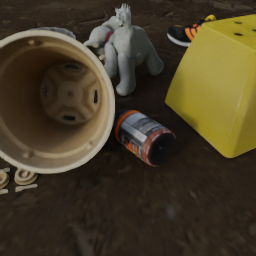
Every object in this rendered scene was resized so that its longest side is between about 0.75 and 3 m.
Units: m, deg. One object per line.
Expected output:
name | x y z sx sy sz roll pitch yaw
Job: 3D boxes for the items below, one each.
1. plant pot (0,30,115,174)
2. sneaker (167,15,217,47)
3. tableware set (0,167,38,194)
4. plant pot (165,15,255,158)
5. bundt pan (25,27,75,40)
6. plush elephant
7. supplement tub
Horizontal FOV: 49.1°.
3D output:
plant pot | -1.484 -0.622 6.004 2.525 2.525 2.311 0 12 0
sneaker | 2.752 -3.613 10.361 2.841 1.278 0.994 31 50 30
tableware set | -2.453 1.016 5.877 1.049 0.210 0.693 -10 42 -11
plant pot | 2.762 -1.263 6.827 2.598 2.292 2.598 -18 43 -22
bundt pan | -2.857 -2.647 9.615 2.188 0.821 2.188 0 40 0
plush elephant | -0.410 -2.407 8.608 1.916 2.475 2.038 13 47 42
supplement tub | 0.256 0.136 6.315 0.861 0.861 1.610 -25 36 -25
